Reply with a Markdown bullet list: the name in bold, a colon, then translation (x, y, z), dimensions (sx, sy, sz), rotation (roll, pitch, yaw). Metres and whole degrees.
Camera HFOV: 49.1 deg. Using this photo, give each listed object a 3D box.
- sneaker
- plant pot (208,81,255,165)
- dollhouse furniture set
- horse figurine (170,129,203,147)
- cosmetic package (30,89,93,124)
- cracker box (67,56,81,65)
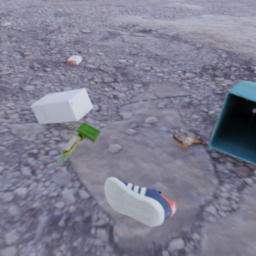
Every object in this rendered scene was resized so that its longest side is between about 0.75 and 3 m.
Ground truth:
- **sneaker**: translation (0.258, 1.655, 6.558), dimensions (0.832, 0.738, 1.970), rotation (-6, 17, -41)
- **plant pot**: translation (4.031, -0.389, 8.911), dimensions (1.883, 1.884, 2.666), rotation (22, 32, 20)
- **dollhouse furniture set**: translation (-1.475, 0.577, 8.465), dimensions (0.634, 0.828, 1.264), rotation (31, 48, 0)
- **horse figurine**: translation (1.873, 0.361, 9.179), dimensions (1.170, 0.292, 0.775), rotation (-10, 48, -44)
- **cosmetic package**: translation (-2.366, -0.754, 9.940), dimensions (1.920, 0.815, 1.033), rotation (-1, 30, 34)
- **cracker box**: translation (-2.892, -3.651, 15.114), dimensions (0.526, 0.226, 0.785), rotation (7, 35, 10)
